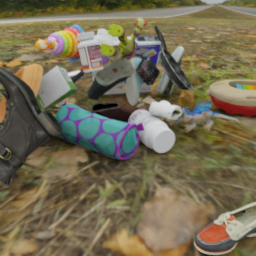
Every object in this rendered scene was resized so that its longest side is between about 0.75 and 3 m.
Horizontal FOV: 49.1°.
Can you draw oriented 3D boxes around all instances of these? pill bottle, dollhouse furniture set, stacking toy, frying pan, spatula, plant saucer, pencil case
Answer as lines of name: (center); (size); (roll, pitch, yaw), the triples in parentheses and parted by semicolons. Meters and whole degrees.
pill bottle: (-1.061, -2.067, 7.697); (0.561, 1.025, 0.561); (-10, 15, 3)
dollhouse furniture set: (0.998, -0.704, 9.483); (0.654, 0.765, 1.477); (-42, 43, -24)
stacking toy: (-2.395, -2.891, 9.676); (1.115, 1.179, 2.031); (-18, 6, 32)
frying pan: (1.293, -2.402, 9.510); (0.456, 2.800, 1.693); (-35, -7, 22)
spatula: (-1.481, -2.164, 10.184); (1.842, 0.520, 0.189); (-33, 12, 23)
plant saucer: (-3.099, -0.771, 7.723); (0.434, 2.320, 2.320); (26, 11, -33)
pill bottle: (0.650, 0.088, 8.000); (0.823, 0.823, 1.452); (-12, 29, -22)
pencil case: (-0.908, 0.048, 7.774); (2.526, 1.075, 1.167); (18, 52, 32)

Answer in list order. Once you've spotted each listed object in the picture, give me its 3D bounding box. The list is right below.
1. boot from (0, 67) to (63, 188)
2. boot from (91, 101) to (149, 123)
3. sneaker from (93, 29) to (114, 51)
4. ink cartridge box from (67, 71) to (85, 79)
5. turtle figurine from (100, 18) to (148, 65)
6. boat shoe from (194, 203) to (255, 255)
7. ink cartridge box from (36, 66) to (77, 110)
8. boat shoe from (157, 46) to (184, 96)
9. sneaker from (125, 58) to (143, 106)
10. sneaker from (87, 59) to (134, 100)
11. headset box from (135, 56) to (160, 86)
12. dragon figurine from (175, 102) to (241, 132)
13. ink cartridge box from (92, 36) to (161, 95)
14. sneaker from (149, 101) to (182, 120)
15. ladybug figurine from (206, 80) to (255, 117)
boot: (-2.683, -0.028, 5.987); (1.878, 2.158, 0.747); (-39, 0, 0)
boot: (-0.131, -0.428, 8.443); (1.719, 0.622, 1.430); (-4, -12, 9)
sneaker: (-1.034, -2.887, 9.087); (1.150, 0.665, 0.424); (-1, -19, -27)
ink cartridge box: (-3.018, -2.721, 14.256); (1.310, 0.374, 1.065); (25, 36, 34)
turtle figurine: (-0.184, -2.610, 9.308); (0.774, 2.404, 1.939); (45, 21, 11)
boat shoe: (1.888, 1.749, 5.000); (1.605, 0.502, 0.571); (-11, 30, -19)
ink cartridge box: (-2.449, -1.075, 8.533); (1.602, 0.832, 0.475); (-32, -5, 15)
boat shoe: (1.840, -2.260, 11.323); (0.646, 2.029, 0.717); (18, 27, -11)
sneaker: (0.353, -1.747, 10.584); (0.744, 1.817, 0.672); (-13, 25, -27)
sneaker: (-0.590, -1.554, 8.927); (0.678, 0.963, 1.814); (52, 44, 5)
headset box: (0.692, -2.074, 10.082); (0.340, 0.880, 0.655); (-3, 48, 46)
dragon figurine: (2.249, -0.378, 8.375); (2.072, 0.610, 1.030); (-10, 22, 31)
ink cartridge box: (-0.136, -2.411, 11.127); (2.557, 2.581, 0.560); (-5, 53, -11)
sneaker: (1.218, -0.473, 8.243); (0.802, 0.511, 1.387); (18, 14, 22)
ladybug figurine: (4.261, -1.049, 10.033); (2.856, 1.027, 1.939); (6, 27, 13)
